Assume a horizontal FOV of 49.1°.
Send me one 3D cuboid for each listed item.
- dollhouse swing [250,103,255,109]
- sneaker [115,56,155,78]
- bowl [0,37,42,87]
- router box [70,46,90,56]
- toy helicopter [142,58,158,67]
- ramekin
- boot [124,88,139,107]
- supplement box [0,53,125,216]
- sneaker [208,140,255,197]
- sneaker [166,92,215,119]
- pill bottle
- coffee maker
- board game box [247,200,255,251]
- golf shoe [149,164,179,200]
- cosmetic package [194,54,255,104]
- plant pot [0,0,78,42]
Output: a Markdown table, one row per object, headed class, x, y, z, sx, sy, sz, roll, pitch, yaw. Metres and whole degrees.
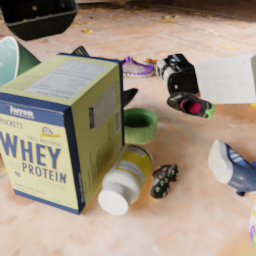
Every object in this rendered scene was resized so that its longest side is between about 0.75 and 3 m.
| class | x | y | z | sx | sy | sz | roll | pitch | yaw |
| --- | --- | --- | --- | --- | --- | --- | --- | --- | --- |
| dollhouse swing | 6.226 | -1.588 | 9.739 | 2.621 | 2.304 | 2.382 | -13 | 35 | -19 |
| sneaker | 0.205 | -2.876 | 13.072 | 2.167 | 0.958 | 0.872 | -4 | 31 | -9 |
| bowl | -3.202 | -1.037 | 8.144 | 1.455 | 2.781 | 2.781 | 17 | 14 | -45 |
| router box | -1.324 | -1.377 | 8.142 | 1.191 | 1.597 | 0.408 | -35 | 13 | 12 |
| toy helicopter | 1.366 | -3.234 | 14.220 | 1.369 | 0.540 | 0.905 | 4 | 21 | -15 |
| ramekin | 0.282 | -0.066 | 8.847 | 1.305 | 0.638 | 1.305 | 0 | 32 | 0 |
| boot | -0.440 | -1.273 | 9.764 | 1.232 | 1.503 | 0.556 | 39 | 59 | -10 |
| supplement box | -1.420 | -0.013 | 6.721 | 1.821 | 2.712 | 2.709 | 11 | 35 | 19 |
| sneaker | 2.885 | 1.030 | 7.184 | 1.354 | 0.745 | 1.849 | 19 | 22 | 0 |
| sneaker | 1.684 | -0.710 | 8.015 | 0.696 | 0.638 | 1.662 | 10 | 8 | -39 |
| pill bottle | -0.060 | 1.181 | 6.571 | 0.930 | 0.930 | 1.671 | 10 | 33 | 16 |
| coffee maker | 2.319 | -2.223 | 11.841 | 1.956 | 1.371 | 2.036 | 8 | 31 | -14 |
| board game box | 2.879 | 2.194 | 4.975 | 0.878 | 0.894 | 1.705 | 1 | 31 | 4 |
| golf shoe | 0.788 | 1.321 | 6.904 | 0.557 | 0.488 | 1.265 | 1 | 22 | 35 |
| cosmetic package | 3.115 | -1.482 | 8.835 | 1.835 | 1.384 | 0.474 | 4 | 32 | 45 |
| plant pot | -2.331 | -3.122 | 7.079 | 1.689 | 1.693 | 1.502 | -18 | -6 | -14 |
